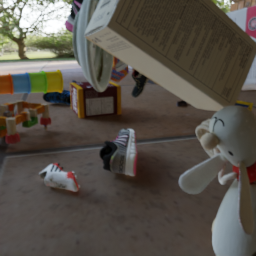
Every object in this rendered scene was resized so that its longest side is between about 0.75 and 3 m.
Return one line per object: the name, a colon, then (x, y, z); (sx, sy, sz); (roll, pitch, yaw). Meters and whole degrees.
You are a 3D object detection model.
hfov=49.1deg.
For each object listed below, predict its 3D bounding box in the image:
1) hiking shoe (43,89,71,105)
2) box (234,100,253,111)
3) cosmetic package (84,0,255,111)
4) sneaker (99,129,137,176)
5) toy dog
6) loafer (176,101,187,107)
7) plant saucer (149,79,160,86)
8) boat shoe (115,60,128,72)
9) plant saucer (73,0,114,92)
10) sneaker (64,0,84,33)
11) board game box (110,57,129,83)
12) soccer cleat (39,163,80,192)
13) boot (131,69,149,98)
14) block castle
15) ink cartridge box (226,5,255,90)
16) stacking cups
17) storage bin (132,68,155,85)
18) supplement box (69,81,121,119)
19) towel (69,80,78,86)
hiking shoe: (-3.418, -1.657, 14.857); (2.201, 0.819, 0.954); (-3, 17, -10)
box: (2.882, -0.485, 7.376); (0.478, 0.439, 1.366); (13, 8, 12)
cosmetic package: (0.792, -1.409, 4.546); (2.616, 1.354, 0.956); (28, -6, -29)
sneaker: (-0.307, 0.596, 7.946); (0.986, 0.832, 2.254); (5, 22, -5)
toy dog: (1.372, 1.190, 4.023); (1.322, 2.745, 1.810); (-22, -2, -13)
loafer: (2.837, -1.322, 14.742); (0.301, 0.264, 0.838); (16, 24, 40)
plant saucer: (1.598, -2.561, 8.528); (2.838, 2.838, 0.503); (1, 34, 2)
boat shoe: (0.029, -1.690, 6.383); (1.158, 0.381, 0.417); (-26, 18, 50)
plant saucer: (-0.766, -1.931, 6.147); (0.563, 2.244, 2.244); (5, 19, 7)
sneaker: (-0.401, -2.934, 7.579); (2.941, 1.270, 1.181); (21, 27, 10)
board game box: (-0.564, -2.773, 12.980); (0.840, 0.839, 0.839); (20, -36, -34)
soccer cleat: (-1.649, 1.242, 6.676); (0.596, 0.480, 1.400); (-26, 28, -31)
boot: (0.267, -1.385, 8.447); (0.338, 0.937, 0.708); (39, 14, 27)
block castle: (-3.968, -0.164, 9.949); (1.557, 1.093, 2.330); (8, 21, 15)
ink cartridge box: (2.519, -1.869, 7.128); (1.026, 1.786, 2.461); (-1, 5, -41)
stacking cups: (-2.834, -1.130, 7.306); (2.163, 0.654, 0.654); (-10, 21, -27)
storage bin: (0.895, -2.687, 11.819); (1.297, 1.782, 1.197); (-22, 34, -29)
supplement box: (-1.590, -1.420, 13.337); (1.989, 1.321, 1.962); (-7, 19, -21)
towel: (-2.330, -1.859, 14.834); (1.668, 0.405, 0.931); (26, 25, -54)
